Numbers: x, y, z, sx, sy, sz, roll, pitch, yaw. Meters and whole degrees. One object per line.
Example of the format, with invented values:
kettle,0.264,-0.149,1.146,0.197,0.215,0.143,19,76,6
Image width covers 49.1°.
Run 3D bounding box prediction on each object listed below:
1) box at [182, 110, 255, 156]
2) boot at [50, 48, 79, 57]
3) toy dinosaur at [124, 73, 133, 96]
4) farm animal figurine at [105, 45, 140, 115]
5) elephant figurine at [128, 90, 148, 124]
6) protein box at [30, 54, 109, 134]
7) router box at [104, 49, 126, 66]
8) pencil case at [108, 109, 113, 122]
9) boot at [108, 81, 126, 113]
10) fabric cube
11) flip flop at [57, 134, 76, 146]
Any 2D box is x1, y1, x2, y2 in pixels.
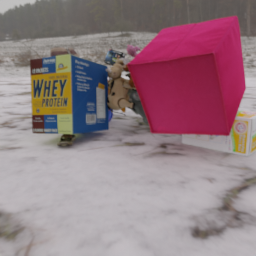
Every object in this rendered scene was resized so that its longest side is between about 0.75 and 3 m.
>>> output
box,2.912,0.023,8.704,2.153,1.091,1.211,11,18,41
boot,-2.715,-2.383,10.903,2.045,1.495,0.718,-16,-8,-38
toy dinosaur,0.074,-1.976,13.068,2.843,1.454,1.094,-17,-20,-7
farm animal figurine,-0.314,-1.900,10.258,1.219,1.957,2.423,11,38,-17
elephant figurine,0.436,-1.071,11.045,1.525,1.672,2.155,-26,33,-23
protein box,-1.880,-1.037,9.499,1.583,2.346,2.329,0,3,25
router box,-0.561,-2.896,11.701,0.844,0.633,0.262,27,8,37
pencil case,-1.567,-0.727,12.621,1.978,0.772,0.859,9,-7,34
boot,-0.823,-1.265,12.000,1.141,1.594,0.561,-19,2,-21
fabric cube,1.793,-1.415,7.950,2.406,2.361,2.399,2,39,34
flip flop,-1.957,0.334,8.949,0.490,0.348,1.207,-4,12,4
